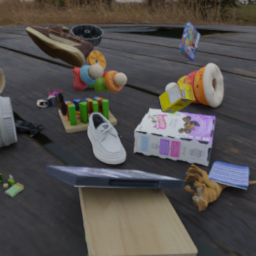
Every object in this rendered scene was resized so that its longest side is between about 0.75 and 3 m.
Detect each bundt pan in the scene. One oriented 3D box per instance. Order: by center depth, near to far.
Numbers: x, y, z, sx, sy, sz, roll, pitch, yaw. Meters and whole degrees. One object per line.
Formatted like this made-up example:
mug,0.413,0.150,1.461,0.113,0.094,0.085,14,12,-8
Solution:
bundt pan,-1.965,-4.345,13.401,1.549,0.581,1.549,5,43,-5

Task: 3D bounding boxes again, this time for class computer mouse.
computer mouse,-4.399,0.028,11.818,1.393,0.367,0.965,14,26,1

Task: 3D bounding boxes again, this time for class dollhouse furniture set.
dollhouse furniture set,-3.629,1.692,8.479,0.917,0.354,0.458,16,32,28

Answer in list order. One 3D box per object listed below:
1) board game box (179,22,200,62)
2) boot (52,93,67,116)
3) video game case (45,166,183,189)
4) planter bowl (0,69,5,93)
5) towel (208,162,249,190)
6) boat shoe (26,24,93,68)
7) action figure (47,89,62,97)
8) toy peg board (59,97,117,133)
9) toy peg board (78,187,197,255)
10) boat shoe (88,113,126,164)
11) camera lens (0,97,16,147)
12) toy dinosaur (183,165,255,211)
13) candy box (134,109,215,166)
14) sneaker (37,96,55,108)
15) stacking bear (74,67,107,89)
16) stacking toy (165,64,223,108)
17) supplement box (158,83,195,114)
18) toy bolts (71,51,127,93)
board game box,2.570,-3.557,11.644,0.226,1.312,0.888,1,-21,45
boot,-2.412,-0.782,9.886,0.401,0.827,0.309,-13,1,40
video game case,-0.395,1.292,7.364,2.992,0.284,2.137,8,-5,-32
planter bowl,-4.083,-1.276,7.669,1.121,1.121,0.755,-26,14,-41
towel,3.189,1.433,8.801,1.149,0.189,1.587,11,15,22
boat shoe,-1.693,-2.167,6.953,1.994,0.719,0.718,28,71,28
action figure,-4.132,-2.022,15.641,0.344,0.522,1.054,8,31,17
toy peg board,-1.912,-0.885,12.728,2.237,1.094,2.228,-9,29,-19
toy peg board,-0.011,2.428,6.572,2.252,1.106,2.262,8,24,-20
boat shoe,-0.859,0.282,10.522,1.056,1.005,2.932,-7,28,-14
camera lens,-5.518,-0.122,10.299,2.413,1.930,1.930,-9,28,-20
toy dinosaur,2.424,1.750,8.222,2.759,0.833,1.465,-14,47,-44
candy box,1.810,0.243,10.634,2.699,0.965,2.264,8,28,16
sneaker,-4.097,-1.295,14.285,1.083,0.425,0.430,-19,26,-12
stacking bear,-2.049,-2.976,16.813,2.273,1.380,1.292,0,33,-15
stacking toy,3.283,-2.053,14.738,2.995,2.189,2.189,-4,20,38
supplement box,1.491,-0.900,8.735,0.548,1.000,0.544,4,66,-35
toy bolts,-0.875,-1.810,8.745,1.096,1.510,1.581,-11,1,43
